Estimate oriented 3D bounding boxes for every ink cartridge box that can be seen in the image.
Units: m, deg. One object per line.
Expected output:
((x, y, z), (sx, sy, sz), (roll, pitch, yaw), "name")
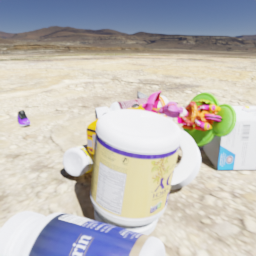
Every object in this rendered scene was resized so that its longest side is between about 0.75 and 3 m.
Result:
((3.688, 0.262, 8.711), (2.199, 1.619, 1.591), (0, 19, -1), "ink cartridge box")

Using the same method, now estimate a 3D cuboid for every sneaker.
((-4.623, -0.455, 12.240), (0.432, 0.618, 1.242), (-12, 22, -31), "sneaker")

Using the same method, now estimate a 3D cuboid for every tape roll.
((1.036, 0.756, 7.024), (1.499, 1.499, 0.524), (11, -17, 28), "tape roll")

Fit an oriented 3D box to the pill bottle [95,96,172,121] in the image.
((0.165, -0.291, 10.343), (2.615, 1.493, 1.493), (-9, 21, -11), "pill bottle")

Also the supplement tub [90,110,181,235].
((0.083, 0.904, 5.629), (1.619, 2.227, 1.619), (6, 24, -3), "supplement tub")

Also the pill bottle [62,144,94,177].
((-1.159, 0.864, 8.084), (0.792, 0.792, 1.449), (9, 10, 24), "pill bottle")

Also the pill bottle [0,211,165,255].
((-0.746, 2.041, 4.125), (2.354, 1.362, 1.362), (7, 21, 21), "pill bottle")

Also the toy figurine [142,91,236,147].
((1.358, -0.343, 7.314), (1.910, 1.558, 2.075), (9, 1, -26), "toy figurine")

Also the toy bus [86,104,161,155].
((-0.023, -0.019, 7.962), (0.806, 0.970, 2.477), (12, 22, 37), "toy bus")

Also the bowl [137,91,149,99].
((0.830, -1.575, 15.364), (1.013, 0.476, 1.013), (31, 1, -1), "bowl")
